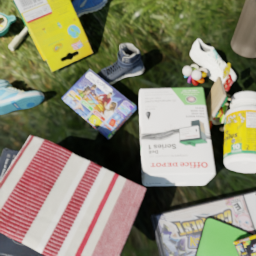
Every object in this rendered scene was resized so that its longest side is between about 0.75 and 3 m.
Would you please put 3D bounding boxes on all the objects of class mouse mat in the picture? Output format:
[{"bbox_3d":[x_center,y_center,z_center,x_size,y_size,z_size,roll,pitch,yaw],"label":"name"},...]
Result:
[{"bbox_3d":[2.323,3.323,6.476,1.664,0.078,2.068,21,68,9],"label":"mouse mat"}]

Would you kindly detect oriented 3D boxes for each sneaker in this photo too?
[{"bbox_3d":[-3.478,-1.102,8.555,1.665,0.662,1.087,-15,65,-10],"label":"sneaker"},{"bbox_3d":[-0.373,-1.949,8.602,1.682,1.215,0.639,-19,69,0],"label":"sneaker"},{"bbox_3d":[-1.668,-4.682,9.865,1.066,1.210,2.714,41,71,16],"label":"sneaker"},{"bbox_3d":[2.723,-2.132,8.936,0.674,0.792,1.791,-40,71,-17],"label":"sneaker"}]

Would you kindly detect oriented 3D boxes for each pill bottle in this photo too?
[{"bbox_3d":[3.247,0.097,7.680,1.163,1.163,2.062,9,67,4],"label":"pill bottle"}]

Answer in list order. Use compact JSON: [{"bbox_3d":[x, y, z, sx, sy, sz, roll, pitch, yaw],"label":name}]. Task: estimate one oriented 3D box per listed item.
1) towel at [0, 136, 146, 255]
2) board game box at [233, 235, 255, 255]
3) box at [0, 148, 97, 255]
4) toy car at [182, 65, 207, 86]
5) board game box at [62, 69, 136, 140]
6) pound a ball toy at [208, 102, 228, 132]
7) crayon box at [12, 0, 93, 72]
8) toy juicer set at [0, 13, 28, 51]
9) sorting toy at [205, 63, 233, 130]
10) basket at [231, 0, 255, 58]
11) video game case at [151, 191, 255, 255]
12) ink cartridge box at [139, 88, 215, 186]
[{"bbox_3d":[-1.303,1.635,5.991,2.920,0.332,2.103,26,67,1],"label":"towel"},{"bbox_3d":[2.984,2.879,6.524,0.817,0.232,0.675,-15,65,-8],"label":"board game box"},{"bbox_3d":[-2.024,1.915,6.724,2.262,1.426,2.301,9,66,3],"label":"box"},{"bbox_3d":[2.081,-1.645,8.835,0.754,0.565,0.659,31,37,30],"label":"toy car"},{"bbox_3d":[-0.877,-0.728,8.412,1.886,0.325,1.277,40,81,14],"label":"board game box"},{"bbox_3d":[2.742,-0.390,8.420,0.598,0.389,0.916,37,61,-23],"label":"pound a ball toy"},{"bbox_3d":[-2.397,-3.265,9.035,1.585,0.634,2.496,-28,109,-13],"label":"crayon box"},{"bbox_3d":[-4.585,-3.294,9.534,2.448,0.666,1.558,4,66,1],"label":"toy juicer set"},{"bbox_3d":[2.573,-0.846,7.872,0.324,1.918,0.925,12,42,-5],"label":"sorting toy"},{"bbox_3d":[4.095,-3.312,8.735,1.341,1.971,1.777,23,58,12],"label":"basket"},{"bbox_3d":[2.260,3.129,6.807,2.887,0.368,2.609,-11,67,-5],"label":"video game case"},{"bbox_3d":[1.243,0.242,7.697,1.838,1.061,2.516,-2,65,1],"label":"ink cartridge box"}]
